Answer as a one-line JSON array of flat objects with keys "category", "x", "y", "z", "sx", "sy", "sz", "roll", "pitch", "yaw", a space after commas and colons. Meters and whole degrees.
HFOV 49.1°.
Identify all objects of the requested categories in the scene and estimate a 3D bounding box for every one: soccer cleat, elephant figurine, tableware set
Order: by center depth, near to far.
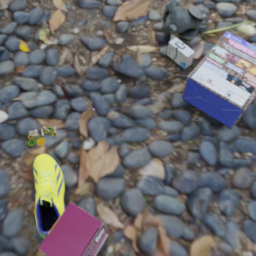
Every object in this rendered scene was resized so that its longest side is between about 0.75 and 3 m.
[{"category": "soccer cleat", "x": -2.408, "y": 1.974, "z": 8.472, "sx": 0.897, "sy": 1.161, "sz": 2.775, "roll": -13, "pitch": 63, "yaw": -7}, {"category": "tableware set", "x": -3.040, "y": 0.289, "z": 9.931, "sx": 1.019, "sy": 0.156, "sz": 0.686, "roll": -11, "pitch": 63, "yaw": -6}, {"category": "elephant figurine", "x": 2.612, "y": -4.586, "z": 11.888, "sx": 2.159, "sy": 1.528, "sz": 1.675, "roll": 4, "pitch": 90, "yaw": -15}]

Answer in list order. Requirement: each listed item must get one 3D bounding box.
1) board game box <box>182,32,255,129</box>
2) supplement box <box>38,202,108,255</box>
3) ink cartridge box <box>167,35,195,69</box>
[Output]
[{"category": "board game box", "x": 3.730, "y": -1.787, "z": 10.336, "sx": 2.215, "sy": 1.345, "sz": 2.778, "roll": 36, "pitch": 68, "yaw": 17}, {"category": "supplement box", "x": -1.341, "y": 3.004, "z": 7.449, "sx": 1.045, "sy": 2.025, "sz": 1.325, "roll": 29, "pitch": 65, "yaw": 14}, {"category": "ink cartridge box", "x": 2.022, "y": -3.090, "z": 11.365, "sx": 0.440, "sy": 0.753, "sz": 1.298, "roll": -36, "pitch": 67, "yaw": -17}]
